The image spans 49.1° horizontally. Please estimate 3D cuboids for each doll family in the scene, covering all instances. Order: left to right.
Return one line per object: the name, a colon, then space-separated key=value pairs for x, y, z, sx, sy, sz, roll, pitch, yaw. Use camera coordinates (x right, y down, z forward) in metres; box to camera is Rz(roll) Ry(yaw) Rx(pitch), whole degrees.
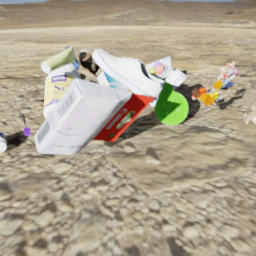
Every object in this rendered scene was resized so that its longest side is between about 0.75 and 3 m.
doll family: x=2.887 y=-1.259 z=9.041 sx=1.122 sy=1.807 sz=0.814 roll=-5 pitch=60 yaw=-49

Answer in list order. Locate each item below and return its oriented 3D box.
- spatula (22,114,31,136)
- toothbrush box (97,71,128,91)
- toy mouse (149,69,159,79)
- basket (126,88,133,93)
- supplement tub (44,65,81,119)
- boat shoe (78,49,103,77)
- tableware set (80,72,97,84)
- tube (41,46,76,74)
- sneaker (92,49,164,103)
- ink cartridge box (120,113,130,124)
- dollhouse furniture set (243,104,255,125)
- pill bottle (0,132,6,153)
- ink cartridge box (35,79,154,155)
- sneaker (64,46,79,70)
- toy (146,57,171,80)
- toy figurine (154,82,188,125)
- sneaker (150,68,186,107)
spatula: x=-3.620 y=-0.116 z=9.854 sx=0.265 sy=0.096 sz=0.939 roll=10 pitch=44 yaw=-47
toothbrush box: x=-0.606 y=-1.787 z=11.224 sx=1.059 sy=0.452 sz=0.775 roll=-2 pitch=58 yaw=-44
toy mouse: x=0.820 y=-2.267 z=13.522 sx=2.068 sy=0.400 sz=1.837 roll=19 pitch=64 yaw=11
basket: x=0.093 y=-2.011 z=14.608 sx=0.982 sy=1.025 sz=1.375 roll=-33 pitch=26 yaw=7
supplement tub: x=-2.505 y=-1.296 z=10.935 sx=1.457 sy=1.457 sz=2.004 roll=-3 pitch=65 yaw=-5
boat shoe: x=-1.201 y=-2.454 z=12.027 sx=2.210 sy=0.837 sz=0.793 roll=28 pitch=44 yaw=-23
tableware set: x=-1.998 y=-1.912 z=12.310 sx=1.134 sy=0.132 sz=0.948 roll=31 pitch=66 yaw=13
tube: x=-2.379 y=-2.379 z=9.878 sx=0.409 sy=0.458 sz=1.577 roll=44 pitch=42 yaw=0
sneaker: x=0.058 y=-2.029 z=9.757 sx=2.738 sy=0.969 sz=1.000 roll=35 pitch=24 yaw=-1
ink cartridge box: x=-0.759 y=-0.630 z=11.692 sx=1.490 sy=0.442 sz=0.774 roll=16 pitch=30 yaw=30
dollhouse furniture set: x=5.077 y=-0.406 z=11.265 sx=0.534 sy=0.625 sz=1.207 roll=42 pitch=29 yaw=-5
pill bottle: x=-4.330 y=0.473 z=9.331 sx=0.483 sy=0.483 sz=0.835 roll=-14 pitch=29 yaw=-27
ink cartridge box: x=-0.730 y=-0.108 z=7.350 sx=2.691 sy=2.188 sz=0.768 roll=11 pitch=45 yaw=-41
sneaker: x=-2.267 y=-2.682 z=11.254 sx=0.638 sy=1.552 sz=0.574 roll=-5 pitch=64 yaw=-18
toy: x=1.499 y=-2.937 z=14.729 sx=1.450 sy=0.595 sz=2.518 roll=-15 pitch=47 yaw=21
toy figurine: x=1.801 y=-1.083 z=11.484 sx=1.306 sy=1.739 sz=1.601 roll=-22 pitch=3 yaw=21
sneaker: x=1.595 y=-1.789 z=12.304 sx=0.764 sy=2.158 sz=0.788 roll=47 pitch=36 yaw=1
